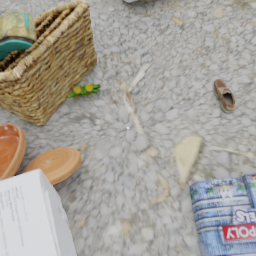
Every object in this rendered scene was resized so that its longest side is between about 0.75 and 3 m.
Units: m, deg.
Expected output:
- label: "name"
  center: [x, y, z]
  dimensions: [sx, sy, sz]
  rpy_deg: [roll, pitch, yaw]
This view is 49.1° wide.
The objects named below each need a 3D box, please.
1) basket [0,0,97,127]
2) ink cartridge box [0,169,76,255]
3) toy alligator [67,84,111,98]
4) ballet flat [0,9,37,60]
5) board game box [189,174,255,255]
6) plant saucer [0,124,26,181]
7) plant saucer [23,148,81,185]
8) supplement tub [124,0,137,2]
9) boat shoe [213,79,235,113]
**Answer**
- label: "basket"
  center: [-2.438, -1.971, 7.289]
  dimensions: [2.104, 2.196, 2.948]
  rpy_deg: [27, 65, 14]
- label: "ink cartridge box"
  center: [-2.422, 2.247, 5.042]
  dimensions: [2.603, 1.917, 1.883]
  rpy_deg: [-18, 64, -10]
- label: "toy alligator"
  center: [-1.081, -1.077, 7.688]
  dimensions: [1.236, 0.410, 0.297]
  rpy_deg: [-14, 81, -21]
- label: "ballet flat"
  center: [-2.912, -2.011, 6.241]
  dimensions: [2.521, 0.891, 0.891]
  rpy_deg: [-3, 54, 38]
- label: "board game box"
  center: [2.664, 2.163, 5.802]
  dimensions: [2.312, 0.713, 2.311]
  rpy_deg: [-4, 60, -3]
- label: "plant saucer"
  center: [-3.146, 0.845, 6.292]
  dimensions: [2.142, 0.346, 2.142]
  rpy_deg: [-19, 44, 20]
- label: "plant saucer"
  center: [-1.754, 0.839, 6.403]
  dimensions: [1.367, 0.221, 1.367]
  rpy_deg: [-12, 27, 6]
- label: "supplement tub"
  center: [0.893, -5.573, 9.447]
  dimensions: [2.688, 1.954, 1.954]
  rpy_deg: [-32, 65, -17]
- label: "boat shoe"
  center: [2.687, -0.942, 7.736]
  dimensions: [0.415, 0.394, 1.096]
  rpy_deg: [-12, 61, -7]
